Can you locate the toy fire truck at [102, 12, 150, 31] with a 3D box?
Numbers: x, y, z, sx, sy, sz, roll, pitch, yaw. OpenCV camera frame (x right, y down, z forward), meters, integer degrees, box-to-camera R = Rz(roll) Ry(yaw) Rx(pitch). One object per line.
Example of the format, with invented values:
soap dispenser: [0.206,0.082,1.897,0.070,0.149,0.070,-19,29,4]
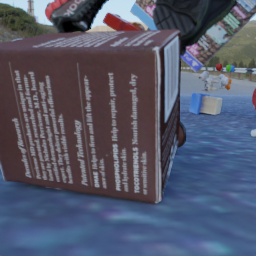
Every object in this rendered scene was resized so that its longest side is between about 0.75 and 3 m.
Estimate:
toy fire truck: [0.329,-2.982,8.858,2.139,1.428,2.547,30,21,-7]

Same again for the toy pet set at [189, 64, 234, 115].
toy pet set: [3.222,-1.577,11.184,1.158,2.036,2.181,15,15,31]

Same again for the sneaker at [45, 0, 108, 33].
sneaker: [-1.315,-3.863,8.949,2.810,1.373,0.993,-27,-16,16]

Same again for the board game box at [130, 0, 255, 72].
board game box: [1.729,-2.995,5.970,1.303,2.146,2.692,-49,2,-42]

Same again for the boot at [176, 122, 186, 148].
boot: [-0.358,0.119,4.082,1.881,0.684,1.998,23,26,29]

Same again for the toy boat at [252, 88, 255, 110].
toy boat: [4.837,-0.782,9.219,2.136,1.394,1.396,-4,-21,-32]

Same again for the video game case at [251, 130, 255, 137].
video game case: [3.396,0.139,5.737,1.110,0.143,1.221,-6,9,-32]

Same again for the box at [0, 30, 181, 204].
box: [-0.338,-0.254,2.937,1.645,1.351,1.365,4,25,16]

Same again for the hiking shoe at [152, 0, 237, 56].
hiking shoe: [1.260,-2.229,3.986,0.914,2.415,1.216,40,10,17]
